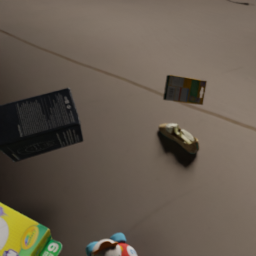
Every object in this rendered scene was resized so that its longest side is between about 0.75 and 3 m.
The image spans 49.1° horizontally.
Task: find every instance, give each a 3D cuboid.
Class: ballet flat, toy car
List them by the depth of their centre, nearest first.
[{"bbox_3d":[-0.405,3.263,7.109,1.347,1.523,1.403,-15,44,-16],"label":"toy car"},{"bbox_3d":[2.031,0.227,11.169,0.718,0.665,2.036,-33,51,-29],"label":"ballet flat"}]

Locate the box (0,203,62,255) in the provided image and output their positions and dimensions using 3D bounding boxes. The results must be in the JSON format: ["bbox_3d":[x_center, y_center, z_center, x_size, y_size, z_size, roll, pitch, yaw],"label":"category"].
[{"bbox_3d":[-2.936,2.542,6.082,2.663,0.644,1.562,23,49,12],"label":"box"}]

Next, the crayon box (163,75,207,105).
[{"bbox_3d":[1.856,-1.231,9.202,1.295,0.814,0.334,7,7,-11],"label":"crayon box"}]

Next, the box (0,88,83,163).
[{"bbox_3d":[-2.731,-0.038,8.708,2.379,1.765,1.274,-17,73,-12],"label":"box"}]
